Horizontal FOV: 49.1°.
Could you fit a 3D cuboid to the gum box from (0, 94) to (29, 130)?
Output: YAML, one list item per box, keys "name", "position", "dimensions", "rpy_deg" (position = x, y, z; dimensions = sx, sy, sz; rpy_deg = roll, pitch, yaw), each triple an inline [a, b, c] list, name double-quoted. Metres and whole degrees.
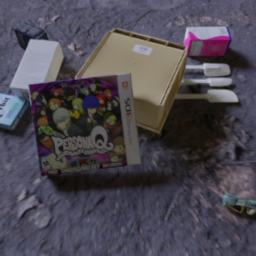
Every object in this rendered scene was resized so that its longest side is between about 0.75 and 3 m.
- name: "gum box"
  position: [-4.271, -0.589, 9.472]
  dimensions: [1.381, 0.308, 1.174]
  rpy_deg: [12, 56, 8]

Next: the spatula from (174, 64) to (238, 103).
- name: "spatula"
  position: [2.433, -1.713, 10.369]
  dimensions: [2.879, 0.231, 2.002]
  rpy_deg: [0, 59, 2]

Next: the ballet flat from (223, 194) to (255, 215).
- name: "ballet flat"
  position: [3.157, 2.119, 7.558]
  dimensions: [1.211, 0.450, 0.450]
  rpy_deg: [13, 56, 11]

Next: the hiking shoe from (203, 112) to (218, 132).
- name: "hiking shoe"
  position: [2.721, -0.169, 9.224]
  dimensions: [0.394, 0.296, 0.783]
  rpy_deg: [-9, 46, 4]

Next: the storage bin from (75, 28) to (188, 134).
- name: "storage bin"
  position: [0.212, -1.779, 9.579]
  dimensions: [2.954, 1.384, 2.933]
  rpy_deg: [19, 59, 14]

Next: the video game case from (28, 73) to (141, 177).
- name: "video game case"
  position: [-1.193, -0.095, 8.001]
  dimensions: [2.907, 0.521, 2.635]
  rpy_deg: [-6, 93, -1]

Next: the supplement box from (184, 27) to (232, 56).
- name: "supplement box"
  position: [3.128, -3.440, 11.169]
  dimensions: [1.626, 0.840, 0.823]
  rpy_deg: [1, 56, -1]

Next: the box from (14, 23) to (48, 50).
- name: "box"
  position: [-3.821, -3.544, 11.227]
  dimensions: [1.175, 0.869, 0.613]
  rpy_deg: [25, 58, 16]

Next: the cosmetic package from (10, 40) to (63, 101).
- name: "cosmetic package"
  position: [-3.208, -2.049, 10.044]
  dimensions: [1.133, 0.796, 2.233]
  rpy_deg: [8, 63, 6]
